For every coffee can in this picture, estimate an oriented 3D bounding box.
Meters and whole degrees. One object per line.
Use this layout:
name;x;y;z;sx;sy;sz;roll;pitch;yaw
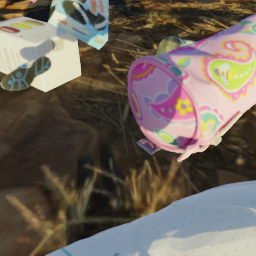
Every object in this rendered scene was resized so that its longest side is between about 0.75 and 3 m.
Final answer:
coffee can;1.482;-1.278;6.127;1.592;1.165;1.165;2;32;-29

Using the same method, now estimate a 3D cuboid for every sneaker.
sneaker;-2.530;-1.333;6.953;1.325;0.502;0.510;-36;29;-26
sneaker;-0.107;0.845;1.208;0.856;2.135;0.751;5;57;-40

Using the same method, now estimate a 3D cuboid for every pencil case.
pencil case;1.099;-0.579;2.908;2.336;1.021;1.021;-29;45;-27

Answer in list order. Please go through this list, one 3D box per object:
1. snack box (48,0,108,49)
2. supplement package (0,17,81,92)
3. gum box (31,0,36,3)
snack box;-1.256;-3.396;7.547;1.453;0.464;2.500;20;51;-31
supplement package;-3.359;-2.703;9.865;2.983;1.634;1.697;24;43;30
gum box;-2.527;-3.742;6.597;0.830;1.463;0.484;-18;56;40
